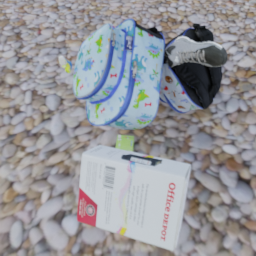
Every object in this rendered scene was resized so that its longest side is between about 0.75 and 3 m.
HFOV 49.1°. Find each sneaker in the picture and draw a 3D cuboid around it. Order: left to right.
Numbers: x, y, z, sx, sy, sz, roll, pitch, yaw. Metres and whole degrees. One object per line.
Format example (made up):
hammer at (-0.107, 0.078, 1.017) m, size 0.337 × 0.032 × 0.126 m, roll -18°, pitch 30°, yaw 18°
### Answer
sneaker at (-2.296, -2.398, 10.328) m, size 0.289 × 0.763 × 0.401 m, roll 0°, pitch 49°, yaw 17°
sneaker at (1.748, -1.987, 8.029) m, size 1.148 × 0.746 × 1.988 m, roll -32°, pitch 38°, yaw -20°

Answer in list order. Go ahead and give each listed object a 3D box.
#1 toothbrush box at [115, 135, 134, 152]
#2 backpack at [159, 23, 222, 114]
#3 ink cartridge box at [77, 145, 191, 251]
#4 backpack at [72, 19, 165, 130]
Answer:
toothbrush box at (-0.134, 0.713, 10.135) m, size 0.618 × 0.365 × 0.849 m, roll 4°, pitch 52°, yaw 3°
backpack at (2.136, -1.994, 10.799) m, size 2.961 × 2.281 × 2.820 m, roll -43°, pitch 103°, yaw -30°
ink cartridge box at (0.131, 1.607, 6.831) m, size 2.501 × 1.823 × 1.036 m, roll 11°, pitch 13°, yaw 18°
backpack at (-0.390, -1.421, 8.242) m, size 2.101 × 2.617 × 2.859 m, roll 7°, pitch 81°, yaw -35°
